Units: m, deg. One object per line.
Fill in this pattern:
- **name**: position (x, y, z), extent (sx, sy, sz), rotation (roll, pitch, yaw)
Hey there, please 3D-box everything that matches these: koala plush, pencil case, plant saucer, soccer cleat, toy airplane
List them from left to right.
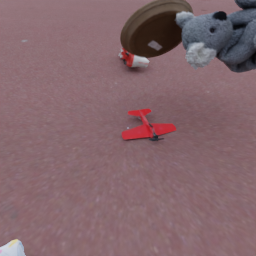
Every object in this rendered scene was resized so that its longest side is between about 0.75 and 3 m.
- **pencil case**: position (-2.539, 2.471, 4.574), extent (1.733, 0.721, 0.786), rotation (-16, 56, -21)
- **soccer cleat**: position (0.261, -3.509, 13.361), extent (1.133, 0.913, 2.659), rotation (10, 28, -16)
- **toy airplane**: position (0.590, -0.133, 8.782), extent (1.791, 0.329, 1.791), rotation (2, 34, -1)
- **plant saucer**: position (0.944, -2.988, 8.787), extent (2.412, 2.412, 0.355), rotation (-13, 68, -18)
- **koala plush**: position (2.550, -2.508, 7.798), extent (2.376, 2.183, 2.107), rotation (-5, 66, -11)
